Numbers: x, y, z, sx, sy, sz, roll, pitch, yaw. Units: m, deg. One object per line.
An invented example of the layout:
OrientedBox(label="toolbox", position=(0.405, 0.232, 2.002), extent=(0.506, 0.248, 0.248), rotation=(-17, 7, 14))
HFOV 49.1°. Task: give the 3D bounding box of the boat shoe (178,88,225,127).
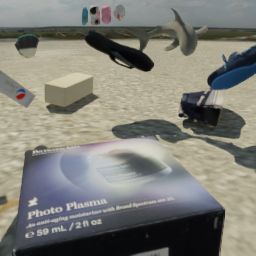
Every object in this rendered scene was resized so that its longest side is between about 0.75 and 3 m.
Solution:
OrientedBox(label="boat shoe", position=(2.651, -1.047, 10.054), extent=(1.388, 1.118, 2.994), rotation=(14, 25, 14))

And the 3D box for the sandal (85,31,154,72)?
OrientedBox(label="sandal", position=(-0.369, -2.660, 10.354), extent=(2.733, 0.585, 1.039), rotation=(24, -15, 5))

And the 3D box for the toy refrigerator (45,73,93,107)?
OrientedBox(label="toy refrigerator", position=(-2.492, -1.685, 12.160), extent=(0.960, 0.885, 2.529), rotation=(13, 25, 14))

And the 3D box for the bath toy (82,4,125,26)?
OrientedBox(label="bath toy", position=(-0.923, -4.254, 10.652), extent=(1.668, 0.725, 0.616), rotation=(-2, 55, 9))

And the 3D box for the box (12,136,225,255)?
OrientedBox(label="box", position=(-0.297, 1.203, 3.985), extent=(2.265, 1.396, 2.246), rotation=(-6, 21, -16))

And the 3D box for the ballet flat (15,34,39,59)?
OrientedBox(label="ballet flat", position=(-3.029, -2.416, 8.440), extent=(0.659, 0.659, 1.804), rotation=(-11, 15, -25))

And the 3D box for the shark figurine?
OrientedBox(label="shark figurine", position=(1.352, -3.343, 9.263), extent=(1.720, 1.201, 2.878), rotation=(-45, 41, -14))

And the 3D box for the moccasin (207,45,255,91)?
OrientedBox(label="moccasin", position=(3.366, -1.891, 8.601), extent=(2.422, 0.975, 0.826), rotation=(-24, 61, -16))

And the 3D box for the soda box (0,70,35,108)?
OrientedBox(label="soda box", position=(-2.537, -0.863, 5.979), extent=(0.395, 0.369, 1.159), rotation=(30, -9, 27))
